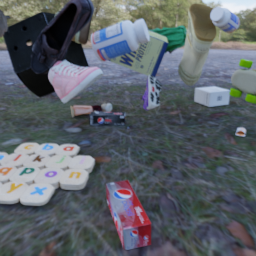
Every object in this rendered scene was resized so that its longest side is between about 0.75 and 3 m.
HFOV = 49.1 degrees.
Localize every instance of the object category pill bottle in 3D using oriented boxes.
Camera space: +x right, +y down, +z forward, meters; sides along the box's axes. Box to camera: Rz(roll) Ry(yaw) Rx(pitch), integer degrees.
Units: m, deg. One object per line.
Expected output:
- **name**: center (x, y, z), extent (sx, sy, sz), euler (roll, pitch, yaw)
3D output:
- **pill bottle**: center (3.104, -3.500, 9.047), extent (1.073, 0.602, 0.602), euler (6, 10, -46)
- **pill bottle**: center (-0.178, -2.155, 6.836), extent (1.315, 0.738, 0.738), euler (-13, 16, 17)

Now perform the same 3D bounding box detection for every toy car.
- **toy car**: center (3.015, -1.116, 6.632), extent (1.043, 0.857, 0.823), euler (-12, 32, -44)

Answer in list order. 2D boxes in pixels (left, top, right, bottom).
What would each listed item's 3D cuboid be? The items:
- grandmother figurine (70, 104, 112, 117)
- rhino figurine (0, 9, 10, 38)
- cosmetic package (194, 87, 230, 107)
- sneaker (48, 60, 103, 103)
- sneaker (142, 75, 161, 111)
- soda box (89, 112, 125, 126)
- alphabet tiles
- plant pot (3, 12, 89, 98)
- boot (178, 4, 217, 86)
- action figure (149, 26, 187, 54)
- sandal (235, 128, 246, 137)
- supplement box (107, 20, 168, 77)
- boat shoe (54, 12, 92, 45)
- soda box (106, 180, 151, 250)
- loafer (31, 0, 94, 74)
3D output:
- **grandmother figurine**: center (-1.466, -0.745, 11.423), extent (1.666, 0.505, 1.010), euler (-8, 31, -14)
- **rhino figurine**: center (-2.559, -2.054, 5.211), extent (0.475, 0.695, 1.590), euler (-42, 31, 9)
- **cosmetic package**: center (3.892, -1.474, 13.069), extent (1.129, 0.697, 1.133), euler (-8, 21, -21)
- **sneaker**: center (-1.257, -1.152, 6.150), extent (0.626, 0.870, 1.664), euler (-39, 12, -35)
- **sneaker**: center (0.598, -1.013, 7.935), extent (0.508, 0.491, 1.219), euler (-32, 34, 41)
- **soda box**: center (-0.758, -0.341, 10.370), extent (1.307, 0.414, 0.462), euler (1, 20, 2)
- **alphabet tiles**: center (-2.352, 1.036, 6.872), extent (2.884, 0.210, 2.821), euler (1, 21, 4)
- **plant pot**: center (-2.834, -2.526, 9.412), extent (2.228, 2.233, 1.981), euler (-20, -4, 9)
- **boot**: center (2.499, -3.118, 10.345), extent (1.011, 2.159, 2.778), euler (8, 47, 0)
- **action figure**: center (1.660, -3.664, 11.827), extent (2.609, 1.541, 0.713), euler (-2, 2, 45)
- **sandal**: center (3.820, 0.084, 9.472), extent (0.300, 0.225, 0.784), euler (9, 22, 24)
- **supplement box**: center (0.363, -3.090, 10.784), extent (2.001, 1.343, 1.999), euler (20, 25, -3)
- **boat shoe**: center (-1.707, -3.278, 8.617), extent (1.115, 1.049, 2.927), euler (9, 20, -10)
- **soda box**: center (-0.031, 1.531, 5.142), extent (0.498, 0.451, 1.424), euler (-6, 22, -14)
- **loafer**: center (-1.600, -1.989, 6.128), extent (0.763, 2.122, 0.668), euler (43, 25, -7)
